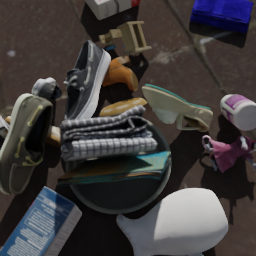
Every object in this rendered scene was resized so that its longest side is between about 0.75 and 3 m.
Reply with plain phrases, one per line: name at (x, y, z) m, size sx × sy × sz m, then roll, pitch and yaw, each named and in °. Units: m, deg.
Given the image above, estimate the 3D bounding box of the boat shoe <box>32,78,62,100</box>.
boat shoe at (-2.172, -1.050, 7.907) m, size 0.589 × 1.777 × 0.621 m, roll 30°, pitch 92°, yaw -7°

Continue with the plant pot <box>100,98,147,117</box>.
plant pot at (-0.161, -0.612, 7.926) m, size 1.383 × 1.383 × 0.190 m, roll -18°, pitch 101°, yaw -8°

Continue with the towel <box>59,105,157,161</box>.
towel at (-0.641, 0.192, 6.575) m, size 1.901 × 2.296 × 0.983 m, roll -5°, pitch 83°, yaw -17°

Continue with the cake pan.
cake pan at (-0.248, 0.925, 7.495) m, size 2.765 × 0.507 × 2.765 m, roll -2°, pitch 63°, yaw 5°

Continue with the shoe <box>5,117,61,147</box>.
shoe at (-2.632, 0.014, 8.021) m, size 1.760 × 0.615 × 0.470 m, roll 22°, pitch 64°, yaw 2°

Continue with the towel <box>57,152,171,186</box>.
towel at (-0.232, 0.953, 6.655) m, size 2.387 × 1.750 × 0.259 m, roll -8°, pitch 96°, yaw 17°

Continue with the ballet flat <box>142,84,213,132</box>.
ballet flat at (1.352, -0.415, 7.548) m, size 2.587 × 0.899 × 0.899 m, roll 15°, pitch 59°, yaw -35°

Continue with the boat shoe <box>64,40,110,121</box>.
boat shoe at (-1.383, -1.284, 8.151) m, size 1.053 × 0.995 × 2.936 m, roll -7°, pitch 57°, yaw 45°

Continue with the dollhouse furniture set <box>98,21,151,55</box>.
dollhouse furniture set at (-0.099, -2.853, 9.322) m, size 0.924 × 1.318 × 0.929 m, roll -27°, pitch 104°, yaw -47°

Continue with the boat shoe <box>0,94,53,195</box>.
boat shoe at (-2.526, 0.493, 6.961) m, size 0.783 × 0.936 × 2.620 m, roll 16°, pitch 94°, yaw 23°

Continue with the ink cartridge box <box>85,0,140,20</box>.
ink cartridge box at (-0.602, -4.890, 10.259) m, size 1.725 × 0.722 × 1.245 m, roll -27°, pitch 68°, yaw -10°

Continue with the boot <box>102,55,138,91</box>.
boot at (-0.332, -1.543, 8.643) m, size 1.077 × 0.532 × 1.387 m, roll -24°, pitch 67°, yaw 13°

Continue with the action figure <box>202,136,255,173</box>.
action figure at (2.912, 0.604, 7.536) m, size 1.480 × 0.991 × 1.102 m, roll -20°, pitch 30°, yaw 1°

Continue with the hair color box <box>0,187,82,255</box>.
hair color box at (-2.200, 2.857, 6.165) m, size 0.871 × 1.439 × 2.878 m, roll 27°, pitch 67°, yaw 10°

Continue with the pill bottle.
pill bottle at (3.085, -0.498, 7.821) m, size 0.771 × 0.771 × 1.372 m, roll -3°, pitch 21°, yaw -1°

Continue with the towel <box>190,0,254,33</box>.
towel at (3.395, -4.260, 10.087) m, size 2.066 × 0.512 × 1.526 m, roll 17°, pitch 67°, yaw 8°

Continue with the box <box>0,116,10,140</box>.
box at (-3.511, 0.009, 7.841) m, size 0.267 × 0.889 × 0.519 m, roll -32°, pitch 69°, yaw -14°

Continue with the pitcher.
pitcher at (1.130, 2.561, 6.437) m, size 2.315 × 1.403 × 1.986 m, roll -21°, pitch 73°, yaw 1°
